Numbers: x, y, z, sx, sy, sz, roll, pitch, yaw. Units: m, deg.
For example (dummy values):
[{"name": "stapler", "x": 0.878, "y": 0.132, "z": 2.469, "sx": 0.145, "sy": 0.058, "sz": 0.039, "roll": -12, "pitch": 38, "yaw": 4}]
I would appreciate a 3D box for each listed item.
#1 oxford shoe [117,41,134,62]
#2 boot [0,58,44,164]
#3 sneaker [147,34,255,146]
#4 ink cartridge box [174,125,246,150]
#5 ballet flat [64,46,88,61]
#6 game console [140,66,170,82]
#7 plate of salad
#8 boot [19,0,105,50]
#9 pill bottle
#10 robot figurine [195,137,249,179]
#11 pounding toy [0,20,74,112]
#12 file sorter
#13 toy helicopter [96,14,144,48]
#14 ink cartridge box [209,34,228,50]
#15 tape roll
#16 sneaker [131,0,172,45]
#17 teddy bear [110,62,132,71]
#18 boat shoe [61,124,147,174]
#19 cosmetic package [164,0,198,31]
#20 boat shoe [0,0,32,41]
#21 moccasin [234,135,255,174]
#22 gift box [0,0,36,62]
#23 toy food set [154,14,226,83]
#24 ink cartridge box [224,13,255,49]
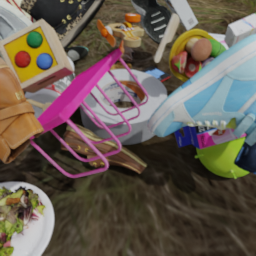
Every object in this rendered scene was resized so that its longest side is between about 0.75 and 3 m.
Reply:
[{"name": "oxford shoe", "x": -0.117, "y": -3.317, "z": 12.401, "sx": 0.700, "sy": 0.685, "sz": 1.921, "roll": 21, "pitch": 33, "yaw": -11}, {"name": "boot", "x": -2.573, "y": -0.146, "z": 4.884, "sx": 1.811, "sy": 2.340, "sz": 0.862, "roll": 55, "pitch": 39, "yaw": -2}, {"name": "sneaker", "x": 1.630, "y": -0.150, "z": 5.021, "sx": 1.724, "sy": 2.641, "sz": 1.050, "roll": 55, "pitch": 37, "yaw": 7}, {"name": "ink cartridge box", "x": 2.113, "y": -0.092, "z": 6.641, "sx": 2.055, "sy": 0.973, "sz": 0.381, "roll": -16, "pitch": 34, "yaw": 9}, {"name": "ballet flat", "x": -2.639, "y": -3.214, "z": 12.339, "sx": 1.821, "sy": 0.619, "sz": 0.623, "roll": 6, "pitch": 53, "yaw": 20}, {"name": "game console", "x": 1.081, "y": -2.194, "z": 11.557, "sx": 0.926, "sy": 0.163, "sz": 1.047, "roll": -34, "pitch": 54, "yaw": -29}, {"name": "plate of salad", "x": -3.132, "y": 2.327, "z": 6.658, "sx": 2.649, "sy": 0.636, "sz": 2.649, "roll": -1, "pitch": 44, "yaw": 1}, {"name": "boot", "x": -2.157, "y": -4.330, "z": 9.535, "sx": 2.112, "sy": 2.806, "sz": 1.027, "roll": 41, "pitch": 22, "yaw": -12}, {"name": "pill bottle", "x": -2.679, "y": -1.473, "z": 9.873, "sx": 1.484, "sy": 1.484, "sz": 2.606, "roll": -1, "pitch": 45, "yaw": -1}, {"name": "robot figurine", "x": 3.093, "y": 0.204, "z": 8.052, "sx": 2.578, "sy": 1.700, "sz": 2.938, "roll": 27, "pitch": 51, "yaw": 26}, {"name": "pounding toy", "x": -2.286, "y": -1.226, "z": 6.775, "sx": 1.755, "sy": 0.914, "sz": 1.998, "roll": -25, "pitch": 89, "yaw": 5}, {"name": "file sorter", "x": -0.799, "y": -0.262, "z": 6.270, "sx": 1.667, "sy": 1.504, "sz": 2.399, "roll": -20, "pitch": 29, "yaw": 43}, {"name": "toy helicopter", "x": -0.113, "y": -1.880, "z": 5.583, "sx": 0.928, "sy": 0.553, "sz": 1.403, "roll": -3, "pitch": 33, "yaw": -13}, {"name": "ink cartridge box", "x": 4.525, "y": -4.042, "z": 13.260, "sx": 1.865, "sy": 0.411, "sz": 1.900, "roll": 11, "pitch": 47, "yaw": 12}, {"name": "tape roll", "x": -0.166, "y": -0.807, "z": 9.578, "sx": 2.946, "sy": 0.973, "sz": 2.946, "roll": 0, "pitch": 45, "yaw": 0}, {"name": "sneaker", "x": 0.890, "y": -3.654, "z": 9.572, "sx": 0.958, "sy": 1.027, "sz": 2.591, "roll": -21, "pitch": 54, "yaw": 3}, {"name": "teddy bear", "x": -0.512, "y": -2.308, "z": 11.426, "sx": 1.552, "sy": 0.518, "sz": 1.125, "roll": -31, "pitch": 50, "yaw": -27}, {"name": "boat shoe", "x": -0.762, "y": 0.759, "z": 8.168, "sx": 2.670, "sy": 0.961, "sz": 0.902, "roll": 24, "pitch": 82, "yaw": 14}, {"name": "cosmetic package", "x": 1.563, "y": -4.395, "z": 9.582, "sx": 0.476, "sy": 1.842, "sz": 1.389, "roll": -34, "pitch": 39, "yaw": 16}, {"name": "boat shoe", "x": -3.155, "y": -2.565, "z": 8.150, "sx": 0.922, "sy": 2.643, "sz": 0.941, "roll": 7, "pitch": 68, "yaw": 34}, {"name": "moccasin", "x": 2.584, "y": -0.122, "z": 5.632, "sx": 0.697, "sy": 0.822, "sz": 2.043, "roll": 13, "pitch": 83, "yaw": 38}, {"name": "gift box", "x": -4.728, "y": -4.174, "z": 11.649, "sx": 2.312, "sy": 2.506, "sz": 2.340, "roll": -31, "pitch": 78, "yaw": -22}, {"name": "toy food set", "x": 2.040, "y": -1.903, "z": 7.920, "sx": 2.561, "sy": 1.507, "sz": 0.836, "roll": 20, "pitch": 19, "yaw": -30}, {"name": "ink cartridge box", "x": 4.121, "y": -3.389, "z": 9.838, "sx": 1.276, "sy": 0.924, "sz": 0.536, "roll": -23, "pitch": 71, "yaw": 1}]
